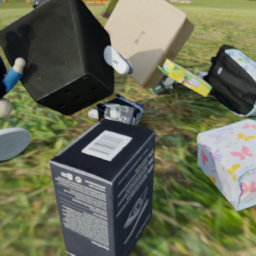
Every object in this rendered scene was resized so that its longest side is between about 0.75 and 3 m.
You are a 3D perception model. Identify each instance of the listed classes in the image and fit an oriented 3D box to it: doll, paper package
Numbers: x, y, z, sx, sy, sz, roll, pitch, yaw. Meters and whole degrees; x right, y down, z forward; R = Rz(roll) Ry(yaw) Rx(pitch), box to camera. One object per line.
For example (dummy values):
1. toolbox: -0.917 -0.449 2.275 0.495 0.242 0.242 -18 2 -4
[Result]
1. doll: -3.459 -1.476 6.789 1.897 2.780 0.674 -12 29 -5
2. paper package: 0.574 -3.488 10.852 2.820 2.958 1.530 40 19 18

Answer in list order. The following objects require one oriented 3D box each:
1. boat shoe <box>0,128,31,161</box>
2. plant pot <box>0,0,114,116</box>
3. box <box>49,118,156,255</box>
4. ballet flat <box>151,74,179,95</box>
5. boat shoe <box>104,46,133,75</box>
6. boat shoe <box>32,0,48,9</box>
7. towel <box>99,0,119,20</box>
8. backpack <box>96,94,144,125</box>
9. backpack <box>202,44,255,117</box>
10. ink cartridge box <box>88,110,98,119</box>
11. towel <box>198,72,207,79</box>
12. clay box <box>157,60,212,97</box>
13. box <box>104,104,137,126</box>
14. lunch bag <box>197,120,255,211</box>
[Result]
1. boat shoe: -4.509 0.596 8.710 2.788 1.025 0.931 -25 39 -35
2. plant pot: -1.724 -1.796 8.008 2.503 2.497 2.220 -25 72 13
3. box: -0.392 1.375 5.844 1.315 2.521 1.866 15 32 24
4. ballet flat: 2.148 -2.393 13.996 0.962 0.962 2.632 20 38 30
5. boat shoe: -0.251 -1.815 7.590 0.394 0.416 1.161 6 33 -46
6. boat shoe: -2.297 -3.851 9.798 2.159 0.741 0.611 30 69 -17
7. towel: -0.543 -5.186 12.248 1.418 1.019 0.161 -9 52 -53
8. backpack: -0.221 -0.475 10.547 1.578 1.062 1.441 21 36 34
9. backpack: 4.745 -1.756 11.690 2.253 2.391 2.930 6 34 -17
10. ink cartridge box: -1.143 -0.663 11.747 0.693 0.205 0.866 12 34 21
11. towel: 4.907 -2.510 14.834 2.083 0.352 2.181 1 31 1
12. clay box: 1.830 -1.722 9.303 1.743 0.415 1.002 25 20 -18
13. box: -0.241 -0.186 7.915 0.811 0.825 0.511 9 -9 15
14. lunch bag: 3.487 0.881 7.751 2.459 1.563 2.085 -18 31 -10
